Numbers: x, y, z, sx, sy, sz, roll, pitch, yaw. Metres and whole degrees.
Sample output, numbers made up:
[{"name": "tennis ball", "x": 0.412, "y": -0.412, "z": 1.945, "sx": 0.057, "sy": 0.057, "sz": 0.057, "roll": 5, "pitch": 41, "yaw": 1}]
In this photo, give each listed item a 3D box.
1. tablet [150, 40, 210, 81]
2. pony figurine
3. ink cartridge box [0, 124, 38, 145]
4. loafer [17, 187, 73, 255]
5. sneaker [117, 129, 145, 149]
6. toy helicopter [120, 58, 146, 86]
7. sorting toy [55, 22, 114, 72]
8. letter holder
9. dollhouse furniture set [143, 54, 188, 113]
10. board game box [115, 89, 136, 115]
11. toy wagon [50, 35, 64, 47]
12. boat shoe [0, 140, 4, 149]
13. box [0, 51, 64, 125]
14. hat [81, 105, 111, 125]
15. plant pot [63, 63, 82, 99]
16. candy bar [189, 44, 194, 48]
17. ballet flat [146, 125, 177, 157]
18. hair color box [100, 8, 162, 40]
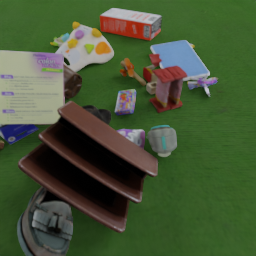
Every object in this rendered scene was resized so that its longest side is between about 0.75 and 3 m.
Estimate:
[{"name": "tablet", "x": 2.088, "y": -2.816, "z": 11.635, "sx": 1.712, "sy": 0.180, "sz": 2.631, "roll": -12, "pitch": 49, "yaw": -7}, {"name": "pony figurine", "x": 2.698, "y": -1.629, "z": 10.148, "sx": 1.001, "sy": 0.834, "sz": 0.966, "roll": 0, "pitch": 29, "yaw": 24}, {"name": "ink cartridge box", "x": -3.830, "y": -0.305, "z": 8.823, "sx": 2.061, "sy": 0.382, "sz": 0.976, "roll": 33, "pitch": 50, "yaw": 30}, {"name": "loafer", "x": -1.369, "y": 1.449, "z": 4.925, "sx": 0.835, "sy": 0.731, "sz": 2.325, "roll": 33, "pitch": 0, "yaw": -19}, {"name": "sneaker", "x": -0.378, "y": 0.499, "z": 7.482, "sx": 0.855, "sy": 0.778, "sz": 1.933, "roll": 18, "pitch": 28, "yaw": 32}, {"name": "toy helicopter", "x": 0.196, "y": -2.088, "z": 10.590, "sx": 0.529, "sy": 0.887, "sz": 1.342, "roll": -43, "pitch": 70, "yaw": -4}, {"name": "sorting toy", "x": -2.235, "y": -3.228, "z": 11.862, "sx": 2.375, "sy": 1.269, "sz": 2.138, "roll": 27, "pitch": 67, "yaw": 28}, {"name": "letter holder", "x": -0.709, "y": 0.729, "z": 5.716, "sx": 2.397, "sy": 1.205, "sz": 1.703, "roll": 34, "pitch": 16, "yaw": -4}, {"name": "dollhouse furniture set", "x": 1.010, "y": -1.757, "z": 9.793, "sx": 0.963, "sy": 1.275, "sz": 2.369, "roll": -15, "pitch": 43, "yaw": -17}, {"name": "board game box", "x": -0.074, "y": -0.851, "z": 9.197, "sx": 0.578, "sy": 0.192, "sz": 0.859, "roll": -6, "pitch": 57, "yaw": 23}, {"name": "toy wagon", "x": -3.163, "y": -4.105, "z": 13.349, "sx": 1.157, "sy": 0.229, "sz": 0.898, "roll": -33, "pitch": 50, "yaw": -32}, {"name": "boat shoe", "x": -4.248, "y": 0.591, "z": 7.686, "sx": 1.588, "sy": 0.572, "sz": 0.536, "roll": -3, "pitch": 73, "yaw": -15}, {"name": "box", "x": -2.730, "y": -1.121, "z": 7.986, "sx": 1.734, "sy": 1.971, "sz": 0.953, "roll": -1, "pitch": 9, "yaw": -13}, {"name": "hat", "x": -1.249, "y": -0.271, "z": 8.156, "sx": 1.486, "sy": 0.600, "sz": 1.486, "roll": -21, "pitch": 33, "yaw": 15}, {"name": "plant pot", "x": -2.375, "y": -1.718, "z": 9.891, "sx": 1.228, "sy": 1.240, "sz": 1.240, "roll": 30, "pitch": 48, "yaw": 21}, {"name": "candy bar", "x": 2.487, "y": -3.348, "z": 12.468, "sx": 0.483, "sy": 0.214, "sz": 1.935, "roll": 18, "pitch": 43, "yaw": 20}, {"name": "ballet flat", "x": 0.872, "y": 0.364, "z": 7.240, "sx": 0.787, "sy": 0.744, "sz": 2.336, "roll": -11, "pitch": -4, "yaw": 8}, {"name": "hair color box", "x": 0.131, "y": -5.324, "z": 14.280, "sx": 2.809, "sy": 0.860, "sz": 1.426, "roll": 17, "pitch": 43, "yaw": 21}]
